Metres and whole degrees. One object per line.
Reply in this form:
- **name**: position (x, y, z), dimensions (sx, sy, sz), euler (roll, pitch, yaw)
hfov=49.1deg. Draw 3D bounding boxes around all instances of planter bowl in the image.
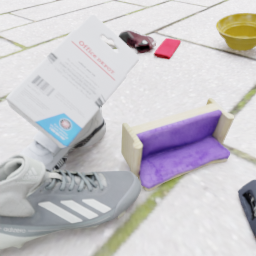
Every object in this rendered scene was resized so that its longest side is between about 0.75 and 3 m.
- **planter bowl**: position (4.575, -3.704, 11.162), dimensions (2.144, 0.893, 2.144), euler (-5, 45, 5)

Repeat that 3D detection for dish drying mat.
- **dish drying mat**: position (1.586, -3.206, 11.239), dimensions (0.686, 0.163, 1.786), euler (14, 39, 16)

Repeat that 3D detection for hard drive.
- **hard drive**: position (3.177, 1.903, 4.320), dimensions (1.971, 0.618, 2.922), euler (-4, 38, -5)

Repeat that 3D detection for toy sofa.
- **toy sofa**: position (1.108, 0.294, 5.984), dimensions (2.376, 0.984, 1.160), euler (-16, 48, -19)

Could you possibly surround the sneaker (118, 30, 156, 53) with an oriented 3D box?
- **sneaker**: position (0.266, -3.418, 11.162), dimensions (1.605, 0.607, 0.927), euler (13, 43, 14)

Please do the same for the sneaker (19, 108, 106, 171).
- **sneaker**: position (-1.534, -0.010, 5.998), dimensions (1.014, 1.551, 2.698), euler (26, 45, 28)

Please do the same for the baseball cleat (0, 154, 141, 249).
- **baseball cleat**: position (-1.089, 1.050, 4.658), dimensions (2.921, 1.554, 1.018), euler (-16, 34, -23)

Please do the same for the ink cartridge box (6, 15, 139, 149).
- **ink cartridge box**: position (-0.946, -0.835, 5.137), dimensions (1.256, 0.723, 2.168), euler (42, 72, -10)

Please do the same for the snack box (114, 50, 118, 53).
- **snack box**: position (-1.375, -2.616, 10.348), dimensions (2.530, 0.308, 0.909), euler (3, 38, 4)
